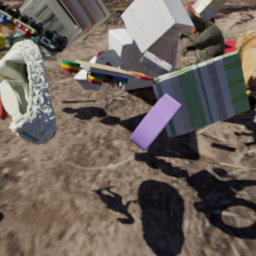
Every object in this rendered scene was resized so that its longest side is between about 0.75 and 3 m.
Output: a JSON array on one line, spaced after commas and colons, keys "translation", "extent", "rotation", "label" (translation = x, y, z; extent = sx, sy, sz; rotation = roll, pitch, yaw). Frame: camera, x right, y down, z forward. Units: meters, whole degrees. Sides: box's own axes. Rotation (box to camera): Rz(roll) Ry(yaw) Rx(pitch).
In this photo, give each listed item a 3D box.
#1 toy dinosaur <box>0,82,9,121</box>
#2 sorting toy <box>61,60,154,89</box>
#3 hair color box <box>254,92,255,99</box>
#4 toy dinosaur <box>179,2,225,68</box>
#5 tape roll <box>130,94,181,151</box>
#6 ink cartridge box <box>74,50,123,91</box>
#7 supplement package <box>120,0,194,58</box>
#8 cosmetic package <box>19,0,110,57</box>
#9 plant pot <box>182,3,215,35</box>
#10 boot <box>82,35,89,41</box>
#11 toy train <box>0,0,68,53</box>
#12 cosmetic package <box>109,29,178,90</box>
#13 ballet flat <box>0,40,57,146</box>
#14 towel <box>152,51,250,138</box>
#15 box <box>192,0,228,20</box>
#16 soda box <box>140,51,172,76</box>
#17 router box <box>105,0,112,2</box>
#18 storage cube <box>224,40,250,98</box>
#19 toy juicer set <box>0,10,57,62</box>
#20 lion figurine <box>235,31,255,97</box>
[{"translation": [-2.897, -0.600, 6.000], "extent": [1.412, 0.742, 1.282], "rotation": [17, 8, -21], "label": "toy dinosaur"}, {"translation": [-0.509, -1.202, 6.450], "extent": [2.278, 0.385, 1.098], "rotation": [5, 17, -29], "label": "sorting toy"}, {"translation": [3.930, -1.025, 7.995], "extent": [0.469, 1.467, 0.814], "rotation": [-45, 14, 4], "label": "hair color box"}, {"translation": [2.348, -2.375, 8.409], "extent": [1.415, 2.767, 1.065], "rotation": [-15, 0, 7], "label": "toy dinosaur"}, {"translation": [0.571, -0.102, 5.886], "extent": [0.407, 1.241, 1.241], "rotation": [39, 44, 7], "label": "tape roll"}, {"translation": [-1.022, -1.965, 9.608], "extent": [1.436, 0.599, 1.043], "rotation": [-51, 32, -16], "label": "ink cartridge box"}, {"translation": [0.991, -3.729, 9.898], "extent": [1.319, 1.793, 1.715], "rotation": [-14, 75, -47], "label": "supplement package"}, {"translation": [-1.729, -3.383, 8.331], "extent": [1.257, 1.489, 2.881], "rotation": [-31, 20, 25], "label": "cosmetic package"}, {"translation": [2.858, -4.407, 11.862], "extent": [1.391, 1.391, 1.353], "rotation": [-14, 40, -20], "label": "plant pot"}, {"translation": [-1.877, -4.310, 10.543], "extent": [1.280, 2.388, 0.896], "rotation": [9, 64, -12], "label": "boot"}, {"translation": [-2.471, -2.460, 6.867], "extent": [2.320, 0.531, 0.396], "rotation": [32, 13, 13], "label": "toy train"}, {"translation": [0.629, -3.333, 13.094], "extent": [2.605, 2.180, 2.166], "rotation": [-12, 36, -17], "label": "cosmetic package"}, {"translation": [-2.078, -0.896, 5.489], "extent": [0.971, 0.971, 2.705], "rotation": [-14, 58, -20], "label": "ballet flat"}, {"translation": [1.799, -0.793, 6.894], "extent": [2.174, 1.622, 0.334], "rotation": [-19, 23, 2], "label": "towel"}, {"translation": [2.573, -3.921, 8.824], "extent": [0.429, 0.887, 0.780], "rotation": [32, 30, -28], "label": "box"}, {"translation": [0.804, -1.828, 8.067], "extent": [0.879, 0.300, 0.279], "rotation": [31, 50, 0], "label": "soda box"}, {"translation": [-0.809, -5.451, 11.011], "extent": [0.211, 0.806, 0.634], "rotation": [17, 17, 24], "label": "router box"}, {"translation": [4.705, -2.585, 12.161], "extent": [1.923, 2.139, 1.828], "rotation": [22, 41, 39], "label": "storage cube"}, {"translation": [-3.946, -2.906, 10.081], "extent": [1.697, 2.667, 0.726], "rotation": [-7, 65, 14], "label": "toy juicer set"}, {"translation": [3.258, -1.626, 7.197], "extent": [1.410, 0.834, 2.302], "rotation": [-6, 58, 54], "label": "lion figurine"}]
